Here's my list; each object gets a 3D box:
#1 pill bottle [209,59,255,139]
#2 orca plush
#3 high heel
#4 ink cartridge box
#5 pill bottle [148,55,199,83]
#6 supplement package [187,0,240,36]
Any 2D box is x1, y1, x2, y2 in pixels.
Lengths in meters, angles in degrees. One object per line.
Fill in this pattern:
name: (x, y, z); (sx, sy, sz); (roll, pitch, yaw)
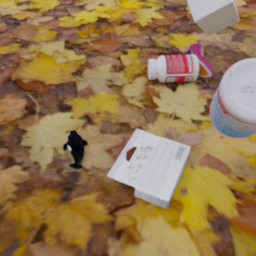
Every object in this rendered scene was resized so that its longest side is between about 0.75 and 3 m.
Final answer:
pill bottle: (2.357, -0.436, 5.819); (1.199, 2.204, 1.199); (-2, 77, 8)
orca plush: (-1.599, 0.519, 8.205); (0.737, 0.498, 1.401); (1, 46, 1)
high heel: (3.053, -2.766, 11.251); (1.100, 0.772, 2.293); (-23, 36, -7)
ink cartridge box: (0.614, 1.039, 7.754); (1.711, 0.429, 1.972); (18, 48, 18)
pill bottle: (1.662, -2.222, 10.535); (1.769, 0.993, 0.993); (-3, 46, -4)
supplement package: (2.650, -3.851, 8.781); (1.174, 1.160, 1.937); (-21, -6, 26)
